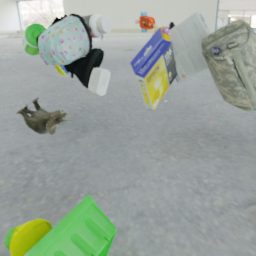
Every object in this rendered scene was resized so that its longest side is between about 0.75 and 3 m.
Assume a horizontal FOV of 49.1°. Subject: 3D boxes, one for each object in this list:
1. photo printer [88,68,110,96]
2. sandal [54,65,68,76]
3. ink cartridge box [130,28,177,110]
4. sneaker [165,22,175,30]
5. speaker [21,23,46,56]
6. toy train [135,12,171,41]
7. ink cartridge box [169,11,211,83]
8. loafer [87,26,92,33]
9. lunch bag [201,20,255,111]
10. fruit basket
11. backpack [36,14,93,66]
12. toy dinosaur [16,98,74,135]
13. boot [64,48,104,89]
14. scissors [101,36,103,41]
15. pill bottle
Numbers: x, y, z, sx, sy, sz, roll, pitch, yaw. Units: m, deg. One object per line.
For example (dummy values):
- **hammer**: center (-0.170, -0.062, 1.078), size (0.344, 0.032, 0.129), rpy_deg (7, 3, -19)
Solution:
- **photo printer**: center (-1.078, -1.690, 10.117), size (0.386, 0.925, 1.112), rpy_deg (10, 9, -29)
- **sandal**: center (-2.626, -2.491, 10.627), size (0.495, 1.137, 0.452), rpy_deg (-42, 18, -26)
- **ink cartridge box**: center (1.034, -2.095, 10.059), size (0.495, 2.108, 2.083), rpy_deg (18, 59, 31)
- **sneaker**: center (1.589, -4.120, 13.267), size (0.995, 0.917, 2.488), rpy_deg (-17, 27, 37)
- **speaker**: center (-3.779, -3.529, 11.331), size (0.970, 0.970, 2.194), rpy_deg (-11, 8, -23)
- **toy train**: center (1.119, -3.582, 11.568), size (0.638, 2.294, 1.723), rpy_deg (-28, 36, -33)
- **ink cartridge box**: center (2.458, -3.201, 11.373), size (2.108, 2.103, 0.428), rpy_deg (-23, 6, 44)
- **loafer**: center (-2.485, -3.804, 11.676), size (2.718, 0.977, 0.856), rpy_deg (18, 69, 43)
- **lunch bag**: center (3.749, -2.077, 9.521), size (1.824, 2.618, 2.196), rpy_deg (-25, 30, 20)
- **fruit basket**: center (-1.485, 2.197, 5.281), size (2.083, 1.503, 2.083), rpy_deg (13, 31, -8)
- **backpack**: center (-1.969, -2.714, 8.786), size (1.138, 1.500, 1.798), rpy_deg (-3, 32, 37)
- **toy dinosaur**: center (-2.277, -0.160, 7.093), size (1.955, 1.000, 0.752), rpy_deg (-16, 25, 52)
- **boot**: center (-2.098, -2.794, 11.197), size (1.984, 2.422, 0.896), rpy_deg (39, 61, 1)
- **scissors**: center (-1.281, -4.930, 14.122), size (0.487, 0.093, 1.331), rpy_deg (19, 70, 9)
- **pill bottle**: center (-1.520, -4.183, 11.569), size (1.660, 0.919, 0.919), rpy_deg (6, 23, 33)
